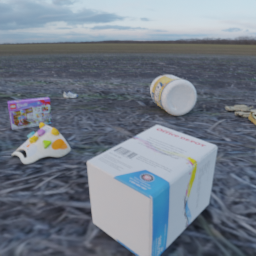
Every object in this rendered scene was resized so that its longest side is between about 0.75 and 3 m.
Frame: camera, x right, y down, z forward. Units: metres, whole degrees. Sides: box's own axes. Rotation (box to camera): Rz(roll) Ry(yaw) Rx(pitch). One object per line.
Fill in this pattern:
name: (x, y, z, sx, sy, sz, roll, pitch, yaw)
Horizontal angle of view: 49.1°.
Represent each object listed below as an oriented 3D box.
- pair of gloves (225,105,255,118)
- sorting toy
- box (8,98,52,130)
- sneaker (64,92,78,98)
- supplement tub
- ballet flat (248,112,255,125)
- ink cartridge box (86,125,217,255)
pair of gloves: (5.551, -0.797, 13.377, 1.319, 0.272, 1.551, -7, 18, -9)
sorting toy: (-2.929, 0.598, 8.940, 1.564, 0.836, 1.408, 17, 45, 41)
box: (-4.017, -0.609, 11.542, 1.622, 1.110, 0.317, -9, 21, -26)
sneaker: (-3.398, -1.971, 16.589, 0.832, 0.367, 0.313, -4, 18, -14)
supplement tub: (2.107, -1.670, 13.698, 1.686, 1.686, 2.330, -5, 19, -13)
ballet flat: (5.485, -0.354, 11.850, 0.463, 0.425, 1.349, -2, 20, -5)
ink cartridge box: (0.517, 1.123, 5.540, 1.531, 1.524, 2.087, 21, 34, 39)
